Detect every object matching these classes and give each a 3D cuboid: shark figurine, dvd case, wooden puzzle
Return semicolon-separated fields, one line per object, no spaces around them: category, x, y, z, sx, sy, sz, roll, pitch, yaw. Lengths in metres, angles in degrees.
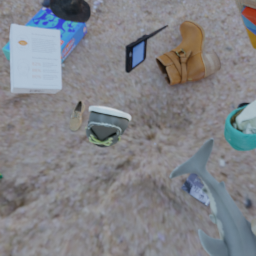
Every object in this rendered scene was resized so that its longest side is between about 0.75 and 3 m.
shark figurine;1.970;1.659;5.002;1.744;1.218;2.918;2;68;-50
dvd case;2.093;1.765;8.192;0.889;0.071;0.661;33;66;17
wooden puzzle;3.539;-2.073;6.490;0.474;2.353;2.544;-50;55;10

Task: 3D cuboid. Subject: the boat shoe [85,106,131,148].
boat shoe;-0.389;0.033;4.771;0.687;1.923;0.575;16;83;-5

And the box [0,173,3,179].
box;-4.955;1.627;8.015;2.240;0.542;1.314;-38;68;-22

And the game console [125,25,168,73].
game console;0.561;-2.357;8.364;0.820;1.240;1.410;17;36;21

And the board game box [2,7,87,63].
board game box;-3.136;-3.365;10.766;2.019;0.597;2.655;23;63;12

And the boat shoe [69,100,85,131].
boat shoe;-1.713;-0.422;9.261;0.380;0.344;1.068;7;61;4

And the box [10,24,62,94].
box;-1.866;-1.330;5.626;0.919;0.642;1.206;-1;88;-25

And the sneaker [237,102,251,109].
sneaker;3.209;-0.272;6.606;0.502;0.562;1.371;-48;56;-5

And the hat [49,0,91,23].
hat;-1.679;-3.814;8.401;1.408;0.568;1.408;13;55;-18

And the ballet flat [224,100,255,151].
ballet flat;3.257;-0.388;5.382;2.947;1.037;0.992;-26;49;21

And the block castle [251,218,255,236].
block castle;3.511;1.790;4.882;2.650;1.243;1.771;-3;57;-44

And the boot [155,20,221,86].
boot;1.917;-2.805;10.263;2.039;0.971;2.635;-20;61;-8
